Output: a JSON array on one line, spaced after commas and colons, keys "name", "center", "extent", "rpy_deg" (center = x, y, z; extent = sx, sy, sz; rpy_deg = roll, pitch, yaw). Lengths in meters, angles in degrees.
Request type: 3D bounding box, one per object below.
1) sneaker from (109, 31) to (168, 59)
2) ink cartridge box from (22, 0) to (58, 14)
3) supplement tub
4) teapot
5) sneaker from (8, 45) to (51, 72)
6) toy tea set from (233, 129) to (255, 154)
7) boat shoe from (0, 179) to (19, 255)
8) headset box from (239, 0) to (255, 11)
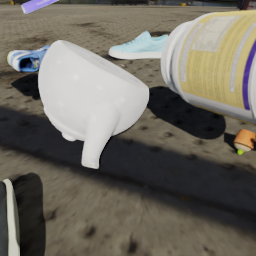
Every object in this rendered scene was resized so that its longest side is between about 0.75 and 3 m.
[{"name": "sneaker", "center": [0.552, -4.000, 13.393], "extent": [2.972, 1.218, 1.099], "rpy_deg": [-5, 27, -10]}, {"name": "ink cartridge box", "center": [-2.469, -3.689, 8.181], "extent": [1.280, 0.280, 1.292], "rpy_deg": [-28, 29, -10]}, {"name": "supplement tub", "center": [1.628, -0.930, 4.198], "extent": [1.536, 1.536, 2.113], "rpy_deg": [-15, 24, -26]}, {"name": "teapot", "center": [-0.947, -0.603, 6.283], "extent": [2.583, 1.911, 2.617], "rpy_deg": [33, 16, 12]}, {"name": "sneaker", "center": [-3.632, -2.788, 11.548], "extent": [2.377, 0.879, 0.978], "rpy_deg": [-18, 38, -23]}, {"name": "toy tea set", "center": [2.876, 0.550, 5.401], "extent": [1.060, 0.660, 1.783], "rpy_deg": [24, -4, -27]}, {"name": "boat shoe", "center": [-1.746, 1.387, 3.567], "extent": [0.712, 0.756, 2.106], "rpy_deg": [-5, 30, -19]}, {"name": "headset box", "center": [3.422, -3.673, 6.885], "extent": [0.887, 1.709, 2.297], "rpy_deg": [13, -13, 14]}]
